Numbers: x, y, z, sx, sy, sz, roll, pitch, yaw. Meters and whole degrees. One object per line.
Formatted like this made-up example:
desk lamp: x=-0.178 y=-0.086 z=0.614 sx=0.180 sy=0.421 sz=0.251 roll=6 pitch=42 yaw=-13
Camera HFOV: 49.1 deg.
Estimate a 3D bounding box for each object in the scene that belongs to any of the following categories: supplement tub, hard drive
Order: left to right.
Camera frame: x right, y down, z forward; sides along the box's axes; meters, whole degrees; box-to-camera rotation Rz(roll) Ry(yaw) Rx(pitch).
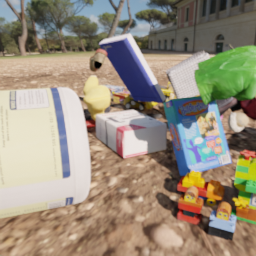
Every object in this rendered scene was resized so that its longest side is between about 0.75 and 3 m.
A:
supplement tub: x=-2.305 y=0.459 z=4.813 sx=2.986 sy=2.165 sz=2.165 roll=-6 pitch=19 yaw=-19
hard drive: x=0.158 y=-2.140 z=10.583 sx=0.349 sy=2.753 sz=1.816 roll=-46 pitch=30 yaw=-20

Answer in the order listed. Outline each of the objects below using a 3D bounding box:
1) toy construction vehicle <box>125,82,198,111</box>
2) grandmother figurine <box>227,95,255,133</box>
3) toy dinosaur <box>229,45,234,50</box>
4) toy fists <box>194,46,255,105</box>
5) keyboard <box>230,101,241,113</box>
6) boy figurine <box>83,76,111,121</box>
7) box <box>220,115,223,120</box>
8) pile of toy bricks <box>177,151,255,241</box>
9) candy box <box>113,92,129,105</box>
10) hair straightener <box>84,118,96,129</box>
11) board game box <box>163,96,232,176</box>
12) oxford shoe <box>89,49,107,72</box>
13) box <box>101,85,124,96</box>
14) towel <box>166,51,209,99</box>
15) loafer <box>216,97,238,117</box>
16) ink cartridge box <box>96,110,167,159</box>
toy construction vehicle: x=1.604 y=-1.477 z=12.628 sx=2.819 sy=0.993 sz=2.455 roll=9 pitch=23 yaw=25
grandmother figurine: x=3.451 y=-0.658 z=7.333 sx=1.240 sy=2.045 sz=0.619 roll=45 pitch=23 yaw=1
toy dinosaur: x=3.434 y=-1.753 z=8.758 sx=0.568 sy=1.055 sz=2.393 roll=-16 pitch=29 yaw=30
toy fists: x=2.069 y=-1.075 z=5.565 sx=1.221 sy=0.823 sz=2.395 roll=-19 pitch=12 yaw=23
keyboard: x=3.074 y=-1.291 z=9.016 sx=0.178 sy=1.726 sz=1.097 roll=-25 pitch=-2 yaw=-13
boy figurine: x=-1.045 y=-1.008 z=9.485 sx=0.861 sy=1.662 sz=2.674 roll=-10 pitch=-1 yaw=-5
box: x=3.280 y=-0.791 z=10.887 sx=0.409 sy=0.846 sz=0.744 roll=-12 pitch=21 yaw=-33
pile of toy bricks: x=2.051 y=0.986 z=4.665 sx=2.558 sy=1.263 sz=1.419 roll=8 pitch=19 yaw=24
candy box: x=0.230 y=-1.518 z=13.780 sx=1.674 sy=0.473 sz=0.976 roll=-12 pitch=20 yaw=-37
hair straightener: x=-1.937 y=-0.046 z=9.572 sx=1.691 sy=0.346 sz=0.651 roll=-21 pitch=26 yaw=-38
board game box: x=1.623 y=0.126 z=6.534 sx=1.310 sy=1.722 sz=0.388 roll=-9 pitch=-7 yaw=-26
oxford shoe: x=-1.105 y=-2.151 z=9.465 sx=0.464 sy=0.492 sz=1.316 roll=19 pitch=-19 yaw=-13
box: x=-1.191 y=-2.187 z=16.064 sx=1.652 sy=0.329 sz=1.131 roll=14 pitch=22 yaw=36
towel: x=1.981 y=-1.592 z=8.846 sx=1.422 sy=1.177 sz=0.609 roll=-28 pitch=32 yaw=4
loafer: x=2.365 y=-0.464 z=8.350 sx=2.155 sy=0.679 sz=0.775 roll=-25 pitch=31 yaw=48
ink cartridge box: x=0.031 y=0.099 z=8.189 sx=1.389 sy=0.809 sz=1.908 roll=-9 pitch=18 yaw=-27
